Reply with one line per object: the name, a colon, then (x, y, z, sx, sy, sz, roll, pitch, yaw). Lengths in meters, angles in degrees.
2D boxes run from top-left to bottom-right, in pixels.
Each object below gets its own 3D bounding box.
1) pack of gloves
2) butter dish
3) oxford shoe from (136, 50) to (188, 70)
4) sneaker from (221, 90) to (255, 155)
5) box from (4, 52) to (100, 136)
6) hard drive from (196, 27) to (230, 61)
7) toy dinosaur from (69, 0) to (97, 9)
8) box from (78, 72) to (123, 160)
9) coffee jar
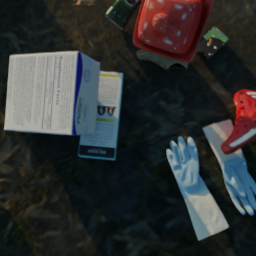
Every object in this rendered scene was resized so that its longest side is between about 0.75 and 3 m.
pack of gloves: (2.313, 1.339, 7.764, 2.262, 0.531, 2.693, -16, 79, -18)
butter dish: (0.956, -2.634, 6.982, 1.814, 1.341, 1.809, 23, 116, 12)
oxford shoe: (1.023, -2.015, 8.215, 1.567, 0.552, 0.586, 2, 83, 1)
sneaker: (3.113, -0.232, 7.823, 2.167, 0.849, 1.252, -30, 72, -22)
box: (-1.943, -0.828, 7.236, 2.144, 1.125, 1.971, 4, 89, 24)
hard drive: (2.497, -2.554, 8.458, 0.931, 0.176, 0.650, -42, 77, -7)
toy dinosaur: (-1.716, -4.068, 8.010, 0.694, 1.095, 1.616, -45, 87, -5)
box: (-0.736, -0.344, 7.897, 0.998, 0.596, 2.426, 6, 80, 1)
coffee jar: (-0.026, -3.642, 8.265, 0.694, 0.568, 1.330, 36, 101, -15)
